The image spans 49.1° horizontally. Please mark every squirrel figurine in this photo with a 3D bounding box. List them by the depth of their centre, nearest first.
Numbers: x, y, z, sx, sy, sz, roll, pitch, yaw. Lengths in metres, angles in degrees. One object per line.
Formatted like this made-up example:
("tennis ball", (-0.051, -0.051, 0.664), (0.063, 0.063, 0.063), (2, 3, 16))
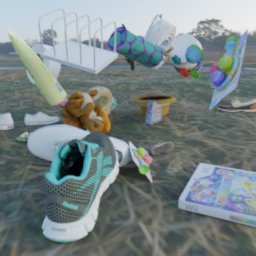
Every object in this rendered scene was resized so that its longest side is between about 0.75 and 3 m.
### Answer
("squirrel figurine", (-1.651, -0.367, 10.377), (1.722, 1.607, 1.218), (-30, -5, 23))

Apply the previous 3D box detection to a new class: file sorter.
("file sorter", (-1.232, -2.228, 7.019), (1.657, 1.032, 1.150), (20, 41, 17))

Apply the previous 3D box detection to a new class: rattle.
("rattle", (-0.783, -0.598, 11.954), (1.946, 1.774, 2.725), (23, -3, 25))

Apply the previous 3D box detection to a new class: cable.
("cable", (1.434, -3.947, 13.455), (0.826, 2.387, 2.387), (33, 8, 20))

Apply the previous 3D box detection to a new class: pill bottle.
("pill bottle", (2.513, -3.121, 12.132), (1.380, 1.380, 2.384), (5, 1, 16))

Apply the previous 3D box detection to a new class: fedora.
("fedora", (1.267, -1.047, 13.494), (2.108, 0.860, 2.108), (-3, 16, 1))

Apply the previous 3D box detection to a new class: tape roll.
("tape roll", (-3.747, -2.749, 12.295), (1.744, 1.744, 0.610), (12, 10, 36))

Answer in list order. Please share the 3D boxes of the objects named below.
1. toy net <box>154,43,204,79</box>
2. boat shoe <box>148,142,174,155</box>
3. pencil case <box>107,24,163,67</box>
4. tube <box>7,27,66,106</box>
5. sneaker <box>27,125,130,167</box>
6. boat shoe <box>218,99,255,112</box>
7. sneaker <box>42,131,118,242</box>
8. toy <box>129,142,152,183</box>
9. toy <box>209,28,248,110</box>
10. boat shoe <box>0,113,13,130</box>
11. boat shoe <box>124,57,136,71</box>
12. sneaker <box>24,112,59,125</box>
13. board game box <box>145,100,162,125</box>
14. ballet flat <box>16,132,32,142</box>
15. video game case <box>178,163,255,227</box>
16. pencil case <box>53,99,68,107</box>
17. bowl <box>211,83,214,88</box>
("toy net", (1.853, -2.745, 10.928), (0.472, 1.281, 2.443), (-43, 47, -18))
("boat shoe", (1.015, 0.596, 8.710), (0.913, 0.346, 0.328), (-8, 16, -31))
("pencil case", (0.310, -2.915, 10.183), (2.169, 0.923, 1.002), (12, 44, -46))
("tube", (-2.987, -1.943, 8.968), (0.778, 2.681, 0.696), (-2, 41, 37))
("sneaker", (-1.428, 0.467, 7.460), (2.963, 1.082, 1.049), (4, -4, 12))
("boat shoe", (5.607, -1.171, 14.405), (1.933, 0.605, 0.688), (0, 18, 5))
("sneaker", (-0.861, 0.699, 5.585), (1.144, 1.345, 2.949), (1, 29, 6))
("toy", (0.395, 0.782, 7.261), (0.319, 0.779, 1.352), (-36, 15, 10))
("toy", (3.101, -2.003, 9.133), (0.603, 2.553, 1.470), (27, -26, -3))
("boat shoe", (-5.642, -0.409, 11.503), (2.196, 0.718, 0.808), (5, 17, 17))
("boat shoe", (0.087, -3.153, 12.347), (0.512, 1.581, 0.569), (-8, 57, -2))
("sneaker", (-3.680, -0.417, 11.928), (1.416, 0.501, 0.517), (-6, 17, -19))
("board game box", (1.147, -0.723, 12.113), (0.305, 0.990, 0.990), (14, 21, 41))
("ballet flat", (-3.433, 0.319, 9.668), (1.024, 0.362, 0.362), (7, 17, 24))
("video game case", (2.738, 1.440, 5.879), (2.887, 0.260, 2.067), (7, 18, 25))
("pencil case", (-3.685, -1.392, 15.557), (0.951, 0.420, 0.420), (-7, 17, -24))
("bowl", (3.627, -1.971, 10.854), (1.039, 0.487, 1.039), (-24, 9, 4))
